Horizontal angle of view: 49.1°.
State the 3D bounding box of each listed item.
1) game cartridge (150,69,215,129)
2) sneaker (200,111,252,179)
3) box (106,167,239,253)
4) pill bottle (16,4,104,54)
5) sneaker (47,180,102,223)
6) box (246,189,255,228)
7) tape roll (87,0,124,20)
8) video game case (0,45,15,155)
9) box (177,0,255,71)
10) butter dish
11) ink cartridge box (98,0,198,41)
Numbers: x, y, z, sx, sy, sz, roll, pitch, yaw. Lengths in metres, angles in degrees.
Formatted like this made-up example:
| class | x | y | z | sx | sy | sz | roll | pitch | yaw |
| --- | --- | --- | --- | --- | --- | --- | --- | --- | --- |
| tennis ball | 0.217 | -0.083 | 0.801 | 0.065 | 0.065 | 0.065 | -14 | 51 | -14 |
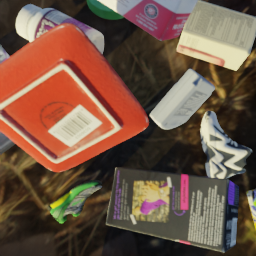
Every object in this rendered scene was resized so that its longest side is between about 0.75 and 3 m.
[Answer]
| class | x | y | z | sx | sy | sz | roll | pitch | yaw |
| --- | --- | --- | --- | --- | --- | --- | --- | --- | --- |
| game cartridge | 0.654 | -0.300 | 3.305 | 0.222 | 1.098 | 0.732 | 42 | 107 | 18 |
| sneaker | 2.502 | 0.401 | 7.031 | 1.122 | 0.688 | 1.724 | -4 | 74 | -2 |
| box | 0.779 | 1.322 | 4.760 | 1.921 | 1.174 | 1.019 | 2 | 75 | 30 |
| pill bottle | -1.855 | -2.448 | 7.590 | 2.198 | 1.234 | 1.234 | 29 | 75 | 9 |
| sneaker | -1.199 | 1.741 | 6.768 | 1.404 | 0.548 | 0.598 | -35 | 84 | -1 |
| box | 3.579 | 2.699 | 6.232 | 0.972 | 0.892 | 2.774 | -8 | 74 | -2 |
| tape roll | -0.457 | -4.119 | 8.526 | 1.666 | 0.400 | 1.666 | 0 | 73 | 0 |
| video game case | -3.553 | -0.802 | 7.622 | 1.915 | 0.254 | 2.680 | -39 | 76 | -10 |
| box | 2.430 | -2.547 | 7.737 | 1.827 | 0.996 | 1.168 | 21 | 74 | 6 |
| butter dish | -1.079 | -0.609 | 4.883 | 2.189 | 2.183 | 1.618 | -28 | 34 | 17 |
| ink cartridge box | 0.702 | -3.437 | 5.535 | 1.923 | 2.657 | 1.121 | 37 | 34 | 13 |
